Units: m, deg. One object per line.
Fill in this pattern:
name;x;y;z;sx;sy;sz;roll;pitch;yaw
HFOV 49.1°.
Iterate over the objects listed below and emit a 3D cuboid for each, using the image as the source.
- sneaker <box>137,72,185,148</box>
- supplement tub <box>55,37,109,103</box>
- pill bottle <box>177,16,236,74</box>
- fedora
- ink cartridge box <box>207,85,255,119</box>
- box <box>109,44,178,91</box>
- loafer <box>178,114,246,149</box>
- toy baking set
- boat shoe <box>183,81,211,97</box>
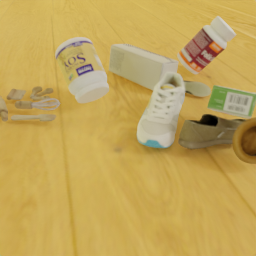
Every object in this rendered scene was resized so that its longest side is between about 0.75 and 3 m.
sneaker;0.943;-0.553;7.894;1.100;1.162;2.877;10;39;12
supplement tub;-1.403;-1.767;8.721;1.249;1.249;1.718;-20;79;-26
pill bottle;2.960;-3.114;10.634;1.144;2.004;1.144;30;34;-24
fedora;2.867;0.287;6.495;1.108;1.108;0.452;-4;1;-6
ink cartridge box;2.647;-0.603;7.057;0.971;0.555;1.871;16;7;21
box;0.487;-2.297;10.403;0.907;1.089;2.652;-20;40;-41
loafer;2.320;0.009;7.254;2.186;0.737;0.831;-12;22;-24
toy baking set;-3.144;-0.792;8.694;1.847;0.280;2.406;-18;39;-16
boat shoe;2.200;-1.377;9.708;1.334;0.475;0.417;13;8;20
